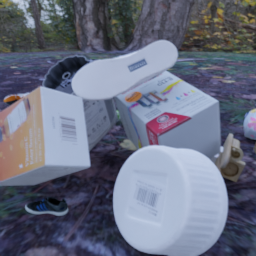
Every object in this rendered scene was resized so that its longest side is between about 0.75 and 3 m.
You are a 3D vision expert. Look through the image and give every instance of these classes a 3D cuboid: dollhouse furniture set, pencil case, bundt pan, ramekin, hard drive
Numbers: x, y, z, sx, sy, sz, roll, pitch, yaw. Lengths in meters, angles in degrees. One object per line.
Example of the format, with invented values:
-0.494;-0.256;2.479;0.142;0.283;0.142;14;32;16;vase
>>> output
3.013;1.069;6.507;1.788;1.700;1.456;21;30;13;dollhouse furniture set
5.294;0.086;9.610;2.475;1.029;1.123;20;59;42;pencil case
-2.023;-1.639;9.982;1.927;0.723;1.927;-12;56;17;bundt pan
0.607;1.221;4.849;0.939;1.926;1.926;20;3;-41;ramekin
-1.189;-0.384;7.870;0.513;2.709;1.893;34;68;24;hard drive

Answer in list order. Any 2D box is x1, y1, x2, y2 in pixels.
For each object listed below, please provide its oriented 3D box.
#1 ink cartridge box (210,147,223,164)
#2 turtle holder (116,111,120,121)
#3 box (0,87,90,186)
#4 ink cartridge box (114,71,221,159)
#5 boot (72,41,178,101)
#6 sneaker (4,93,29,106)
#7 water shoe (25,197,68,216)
2.876;0.917;8.370;0.624;0.363;0.863;13;24;32;ink cartridge box
-0.874;-0.576;11.875;0.821;0.768;1.081;-12;23;-32;turtle holder
-1.873;0.287;5.703;1.956;1.489;1.040;-22;-20;34;box
1.032;-0.171;7.806;1.804;1.796;2.483;-28;39;-13;ink cartridge box
-0.080;-1.273;6.939;2.600;0.946;1.174;-20;-2;-6;boot
-5.864;-1.460;14.716;0.761;0.627;1.655;3;12;31;sneaker
-1.809;1.684;6.231;0.984;0.388;0.352;2;20;7;water shoe
